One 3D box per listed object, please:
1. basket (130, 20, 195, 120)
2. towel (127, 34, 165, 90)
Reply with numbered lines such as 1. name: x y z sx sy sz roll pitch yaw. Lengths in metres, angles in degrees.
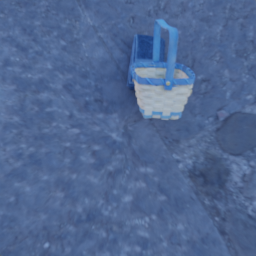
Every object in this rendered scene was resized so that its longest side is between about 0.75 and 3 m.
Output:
1. basket: 1.072 -1.879 8.994 1.965 2.825 2.491 -4 29 -1
2. towel: 0.729 -2.519 10.851 1.307 0.568 2.341 7 71 2
